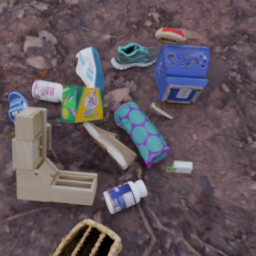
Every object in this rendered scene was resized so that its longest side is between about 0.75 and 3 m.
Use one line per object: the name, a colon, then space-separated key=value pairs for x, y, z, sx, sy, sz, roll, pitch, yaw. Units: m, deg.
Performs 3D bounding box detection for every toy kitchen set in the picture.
toy kitchen set: x=-2.391 y=0.783 z=10.237 sx=2.678 sy=2.969 sz=2.422 roll=5 pitch=18 yaw=0

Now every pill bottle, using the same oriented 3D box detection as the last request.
pill bottle: x=-0.089 y=2.436 z=10.101 sx=1.458 sy=0.810 sz=0.810 roll=-21 pitch=64 yaw=-13
pill bottle: x=-3.343 y=-1.558 z=12.202 sx=1.433 sy=0.812 sz=0.812 roll=10 pitch=63 yaw=6

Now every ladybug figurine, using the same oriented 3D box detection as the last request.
ladybug figurine: x=1.722 y=-3.706 z=11.238 sx=1.253 sy=0.851 sz=0.451 roll=17 pitch=92 yaw=17

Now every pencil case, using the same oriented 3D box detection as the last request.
pencil case: x=0.500 y=0.232 z=11.117 sx=1.180 sy=1.087 sz=2.554 roll=-44 pitch=66 yaw=19

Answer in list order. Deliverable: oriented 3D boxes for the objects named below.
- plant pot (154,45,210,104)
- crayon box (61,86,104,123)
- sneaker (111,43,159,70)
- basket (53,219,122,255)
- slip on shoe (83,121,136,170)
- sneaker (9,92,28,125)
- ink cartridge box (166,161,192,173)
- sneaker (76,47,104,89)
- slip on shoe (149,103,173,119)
plant pot: x=2.236 y=-2.148 z=11.854 sx=2.003 sy=2.003 sz=1.801 roll=4 pitch=68 yaw=-5
crayon box: x=-1.717 y=-0.939 z=10.908 sx=0.638 sy=2.190 sz=1.301 roll=7 pitch=98 yaw=21
sneaker: x=0.434 y=-3.431 z=12.961 sx=2.406 sy=1.098 sz=0.934 roll=-19 pitch=65 yaw=-20
basket: x=-1.491 y=4.130 z=8.636 sx=1.770 sy=1.848 sz=2.481 roll=29 pitch=67 yaw=14
slip on shoe: x=-0.746 y=0.522 z=10.969 sx=0.763 sy=0.958 sz=2.520 roll=-42 pitch=66 yaw=-13
sneaker: x=-4.540 y=-0.719 z=11.586 sx=0.688 sy=0.766 sz=1.861 roll=-28 pitch=76 yaw=8
ink cartridge box: x=1.957 y=1.508 z=10.773 sx=0.960 sy=0.498 sz=0.285 roll=2 pitch=60 yaw=2
sneaker: x=-1.722 y=-2.357 z=12.562 sx=0.976 sy=0.925 sz=2.417 roll=-14 pitch=75 yaw=19
slip on shoe: x=1.399 y=-0.657 z=11.863 sx=1.149 sy=0.348 sz=0.437 roll=27 pitch=36 yaw=-26
